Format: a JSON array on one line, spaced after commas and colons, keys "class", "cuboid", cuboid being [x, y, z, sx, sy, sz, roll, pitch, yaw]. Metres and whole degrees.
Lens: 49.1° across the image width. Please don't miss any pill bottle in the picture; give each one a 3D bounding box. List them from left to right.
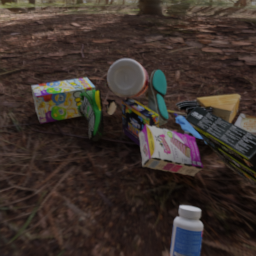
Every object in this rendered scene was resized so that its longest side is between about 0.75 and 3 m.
[{"class": "pill bottle", "cuboid": [0.092, -1.796, 10.429, 1.304, 1.304, 2.309, 5, 8, 9]}, {"class": "pill bottle", "cuboid": [1.154, 2.084, 5.470, 0.575, 1.024, 0.575, 8, -3, 0]}]

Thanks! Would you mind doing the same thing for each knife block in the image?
[{"class": "knife block", "cuboid": [3.073, -0.775, 10.944, 2.067, 0.753, 2.354, 18, 34, 26]}]

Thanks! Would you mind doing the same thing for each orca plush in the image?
[{"class": "orca plush", "cuboid": [-0.730, -0.900, 10.781, 0.581, 1.105, 0.393, -35, 74, -3]}]

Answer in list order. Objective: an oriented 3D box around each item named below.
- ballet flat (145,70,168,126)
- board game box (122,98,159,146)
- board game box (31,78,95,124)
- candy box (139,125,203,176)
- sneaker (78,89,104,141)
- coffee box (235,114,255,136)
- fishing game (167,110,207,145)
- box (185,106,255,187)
[{"class": "ballet flat", "cuboid": [0.907, -1.066, 9.879, 0.782, 0.827, 2.454, -31, 42, 34]}, {"class": "board game box", "cuboid": [0.366, -0.114, 9.290, 0.439, 1.280, 1.549, -18, 35, -29]}, {"class": "board game box", "cuboid": [-2.517, -1.120, 11.117, 2.252, 1.181, 1.160, -13, 33, -20]}, {"class": "candy box", "cuboid": [1.180, 0.636, 7.858, 1.673, 0.510, 1.141, 12, 48, -21]}, {"class": "sneaker", "cuboid": [-1.309, -0.426, 9.878, 0.858, 0.786, 2.015, -8, 60, -1]}, {"class": "coffee box", "cuboid": [4.305, 0.296, 8.916, 1.799, 0.717, 1.029, 19, 50, 32]}, {"class": "fishing game", "cuboid": [2.264, 0.135, 9.302, 1.681, 0.365, 2.348, 2, 33, -48]}, {"class": "box", "cuboid": [2.763, 0.680, 6.869, 0.574, 2.332, 2.414, -44, 29, 0]}]
